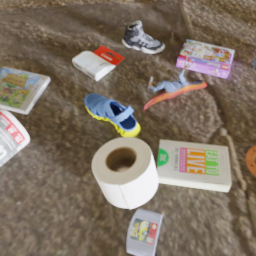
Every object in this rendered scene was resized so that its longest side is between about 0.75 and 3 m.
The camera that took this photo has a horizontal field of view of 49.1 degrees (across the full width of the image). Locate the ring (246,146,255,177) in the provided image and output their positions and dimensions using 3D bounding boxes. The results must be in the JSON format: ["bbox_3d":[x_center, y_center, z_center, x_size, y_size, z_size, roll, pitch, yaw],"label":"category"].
[{"bbox_3d":[5.101,1.326,10.094,1.697,0.163,1.697,0,50,0],"label":"ring"}]

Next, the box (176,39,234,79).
[{"bbox_3d":[3.703,-3.343,13.435,2.417,0.472,1.654,18,55,13],"label":"box"}]

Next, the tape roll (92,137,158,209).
[{"bbox_3d":[-0.070,1.414,9.040,1.928,1.324,1.928,-9,42,9],"label":"tape roll"}]

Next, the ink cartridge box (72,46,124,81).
[{"bbox_3d":[-1.389,-3.271,13.359,1.591,0.470,1.988,34,64,24],"label":"ink cartridge box"}]

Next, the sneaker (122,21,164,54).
[{"bbox_3d":[0.738,-4.494,13.814,2.204,1.254,0.832,17,55,12],"label":"sneaker"}]

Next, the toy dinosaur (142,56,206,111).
[{"bbox_3d":[2.085,-1.665,12.155,2.441,1.412,2.690,15,87,1],"label":"toy dinosaur"}]

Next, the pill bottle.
[{"bbox_3d":[-5.072,0.819,9.535,1.703,1.703,2.991,31,60,21],"label":"pill bottle"}]

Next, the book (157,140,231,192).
[{"bbox_3d":[2.288,1.284,9.967,2.457,0.590,1.641,5,52,7],"label":"book"}]

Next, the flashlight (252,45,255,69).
[{"bbox_3d":[6.369,-3.604,13.542,0.615,0.617,1.815,24,55,11],"label":"flashlight"}]

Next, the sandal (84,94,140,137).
[{"bbox_3d":[-0.652,-0.731,11.069,2.669,1.162,1.061,30,60,22],"label":"sandal"}]

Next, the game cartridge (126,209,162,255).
[{"bbox_3d":[0.468,3.223,8.648,0.925,0.284,1.390,10,53,12],"label":"game cartridge"}]

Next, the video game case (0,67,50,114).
[{"bbox_3d":[-5.018,-1.712,12.342,2.396,0.264,2.181,14,54,10],"label":"video game case"}]
